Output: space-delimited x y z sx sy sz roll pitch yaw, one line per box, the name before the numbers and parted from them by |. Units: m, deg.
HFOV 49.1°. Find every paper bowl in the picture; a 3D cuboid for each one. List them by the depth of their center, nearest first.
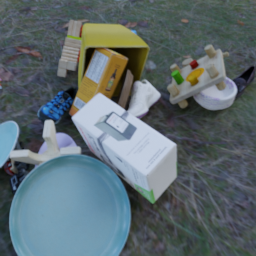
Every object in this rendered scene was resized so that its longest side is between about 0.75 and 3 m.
paper bowl | 3.221 -1.282 10.574 1.538 0.800 1.538 -1 48 1

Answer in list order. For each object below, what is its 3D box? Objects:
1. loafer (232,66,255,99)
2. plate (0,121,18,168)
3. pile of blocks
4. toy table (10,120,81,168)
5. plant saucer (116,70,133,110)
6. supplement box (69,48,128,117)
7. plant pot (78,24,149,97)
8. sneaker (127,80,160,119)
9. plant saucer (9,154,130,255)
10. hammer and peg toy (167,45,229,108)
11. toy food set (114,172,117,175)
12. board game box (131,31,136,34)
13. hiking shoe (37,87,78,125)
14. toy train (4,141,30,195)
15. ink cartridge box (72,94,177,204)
loafer | 4.514 -1.876 11.235 0.696 0.610 1.937 34 57 26
plate | -4.000 0.703 8.541 2.016 0.258 2.016 -20 49 25
pile of blocks | -2.293 -3.310 12.130 0.893 1.180 2.875 11 69 -5
toy table | -2.156 0.938 7.952 1.930 1.230 2.100 -14 63 1
plant saucer | -0.185 -1.107 9.800 0.272 1.847 1.847 18 49 -6
supplement box | -1.031 -1.394 9.534 0.893 2.596 0.864 38 20 30
plant pot | -0.801 -2.642 10.352 2.238 2.239 1.974 -6 53 -20
sneaker | 0.319 -0.981 9.996 1.089 0.819 2.186 53 41 -11
plant saucer | -1.348 2.157 6.941 2.984 0.409 2.984 10 68 -25
hammer and peg toy | 2.610 -2.204 10.558 2.167 1.039 2.947 -25 30 31
toy food set | -1.127 1.377 8.616 1.525 0.240 0.969 24 52 30
board game box | -0.622 -3.556 12.381 1.684 0.471 1.649 9 63 20
hiking shoe | -2.403 -0.820 9.567 0.772 0.900 2.076 32 28 -6
toy train | -3.298 1.074 8.223 0.667 0.497 2.914 -44 38 -2
ink cartridge box | -0.058 0.576 8.006 2.800 2.037 1.176 35 70 28
